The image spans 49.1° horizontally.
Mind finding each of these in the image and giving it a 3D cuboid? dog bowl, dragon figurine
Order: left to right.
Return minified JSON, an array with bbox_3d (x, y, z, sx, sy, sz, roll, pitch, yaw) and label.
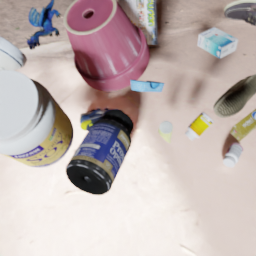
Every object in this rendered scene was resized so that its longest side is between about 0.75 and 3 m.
[{"bbox_3d":[-3.141,-4.021,10.277,0.701,2.382,1.184,14,12,31],"label":"dragon figurine"},{"bbox_3d":[0.602,-1.307,8.780,1.214,0.301,0.677,-4,17,-37],"label":"dog bowl"}]

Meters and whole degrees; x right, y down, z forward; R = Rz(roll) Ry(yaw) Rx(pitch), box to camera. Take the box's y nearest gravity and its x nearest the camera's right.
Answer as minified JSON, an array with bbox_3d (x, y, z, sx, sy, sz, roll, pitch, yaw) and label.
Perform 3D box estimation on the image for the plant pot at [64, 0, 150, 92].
[{"bbox_3d":[-0.892,-3.207,10.193,2.951,2.641,2.951,-7,64,14],"label":"plant pot"}]

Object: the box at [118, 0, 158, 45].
[{"bbox_3d":[0.449,-4.721,11.782,1.525,2.771,0.481,0,55,8],"label":"box"}]

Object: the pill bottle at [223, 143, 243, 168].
[{"bbox_3d":[3.668,0.964,9.816,0.480,0.480,0.848,25,50,23],"label":"pill bottle"}]

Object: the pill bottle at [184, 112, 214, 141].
[{"bbox_3d":[2.227,-0.032,8.870,0.906,0.495,0.495,-48,52,9],"label":"pill bottle"}]

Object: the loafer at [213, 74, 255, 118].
[{"bbox_3d":[3.298,-0.939,8.593,1.833,0.694,0.626,-36,10,-10],"label":"loafer"}]

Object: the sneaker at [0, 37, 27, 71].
[{"bbox_3d":[-3.603,-1.729,7.838,2.772,1.012,0.981,2,61,60],"label":"sneaker"}]

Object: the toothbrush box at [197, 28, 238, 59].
[{"bbox_3d":[3.312,-3.180,10.436,0.861,0.502,1.176,-28,50,-19],"label":"toothbrush box"}]

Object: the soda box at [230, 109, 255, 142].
[{"bbox_3d":[2.689,-0.111,6.155,0.910,0.291,0.308,-35,66,-13],"label":"soda box"}]

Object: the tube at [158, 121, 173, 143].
[{"bbox_3d":[1.109,0.151,8.408,0.391,1.508,0.437,-1,79,5],"label":"tube"}]

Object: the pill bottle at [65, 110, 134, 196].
[{"bbox_3d":[-0.805,0.700,9.324,1.550,1.550,2.772,14,47,14],"label":"pill bottle"}]

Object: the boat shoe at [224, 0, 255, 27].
[{"bbox_3d":[3.990,-3.471,8.591,2.038,0.733,0.661,8,78,16],"label":"boat shoe"}]

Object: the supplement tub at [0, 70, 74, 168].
[{"bbox_3d":[-2.501,-0.106,6.878,1.847,2.540,1.847,-1,72,4],"label":"supplement tub"}]

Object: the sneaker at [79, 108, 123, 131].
[{"bbox_3d":[-1.086,-0.486,11.157,1.826,0.675,0.751,-13,44,-14],"label":"sneaker"}]
